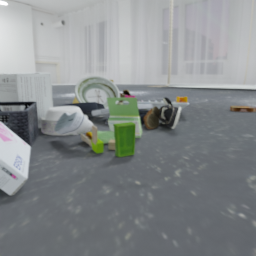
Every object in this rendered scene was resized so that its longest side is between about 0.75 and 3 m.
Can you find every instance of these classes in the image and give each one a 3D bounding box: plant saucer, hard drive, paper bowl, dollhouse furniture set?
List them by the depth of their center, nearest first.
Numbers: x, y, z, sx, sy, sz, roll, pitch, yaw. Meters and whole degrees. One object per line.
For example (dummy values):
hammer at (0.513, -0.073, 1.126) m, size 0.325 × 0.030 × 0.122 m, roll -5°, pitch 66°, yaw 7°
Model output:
dollhouse furniture set at (-0.565, 0.123, 7.795) m, size 1.070 × 0.827 × 2.141 m, roll -6°, pitch 14°, yaw -25°
paper bowl at (-2.270, -0.301, 9.979) m, size 1.641 × 0.853 × 1.641 m, roll -1°, pitch 12°, yaw 0°
hard drive at (0.090, -0.377, 11.484) m, size 1.237 × 0.388 × 1.834 m, roll 9°, pitch 14°, yaw 38°
hard drive at (-2.196, -0.860, 12.799) m, size 2.086 × 0.442 × 1.407 m, roll -4°, pitch -1°, yaw 12°
plant saucer at (-1.615, -1.659, 14.435) m, size 2.316 × 2.316 × 0.581 m, roll -4°, pitch -32°, yaw -20°
plant saucer at (-1.973, -1.867, 16.222) m, size 2.084 × 2.084 × 0.505 m, roll 6°, pitch -28°, yaw 20°

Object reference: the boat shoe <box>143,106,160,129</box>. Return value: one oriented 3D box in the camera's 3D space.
boat shoe at (0.876, -0.298, 10.857) m, size 0.511 × 0.541 × 1.504 m, roll -32°, pitch 11°, yaw 29°

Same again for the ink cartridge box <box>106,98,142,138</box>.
ink cartridge box at (-0.138, -0.294, 8.668) m, size 0.985 × 1.353 × 0.324 m, roll 2°, pitch 42°, yaw 14°

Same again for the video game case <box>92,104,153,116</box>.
video game case at (-0.211, -0.792, 12.099) m, size 1.882 × 0.228 × 2.068 m, roll -7°, pitch 1°, yaw 31°

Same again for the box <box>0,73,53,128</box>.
box at (-4.004, -1.078, 10.708) m, size 2.043 × 2.053 × 1.342 m, roll 10°, pitch 15°, yaw 42°

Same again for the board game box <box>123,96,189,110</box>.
board game box at (1.285, -1.215, 13.948) m, size 2.977 × 0.385 × 2.977 m, roll 2°, pitch -1°, yaw 2°

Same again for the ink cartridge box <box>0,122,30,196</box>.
ink cartridge box at (-2.927, 0.067, 5.423) m, size 0.498 × 2.301 × 2.259 m, roll -45°, pitch 21°, yaw -4°

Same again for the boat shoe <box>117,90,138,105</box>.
boat shoe at (-0.040, -1.715, 16.224) m, size 0.969 × 0.970 × 2.623 m, roll 8°, pitch 10°, yaw 19°

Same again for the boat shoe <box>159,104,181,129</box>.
boat shoe at (1.519, -0.514, 10.654) m, size 0.683 × 0.836 × 2.264 m, roll 20°, pitch 9°, yaw 0°

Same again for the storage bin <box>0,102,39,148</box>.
storage bin at (-3.626, -0.095, 8.228) m, size 1.645 × 1.141 × 2.434 m, roll -2°, pitch 11°, yaw -10°

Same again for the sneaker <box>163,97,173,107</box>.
sneaker at (1.749, -0.810, 12.240) m, size 0.496 × 1.062 × 0.374 m, roll -32°, pitch 9°, yaw 35°

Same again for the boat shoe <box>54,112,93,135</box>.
boat shoe at (-1.609, -0.026, 8.117) m, size 0.628 × 0.691 × 1.879 m, roll 32°, pitch -13°, yaw -25°

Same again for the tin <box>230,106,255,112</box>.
tin at (6.184, -1.020, 15.088) m, size 1.329 × 0.278 × 0.744 m, roll 3°, pitch 16°, yaw 16°
